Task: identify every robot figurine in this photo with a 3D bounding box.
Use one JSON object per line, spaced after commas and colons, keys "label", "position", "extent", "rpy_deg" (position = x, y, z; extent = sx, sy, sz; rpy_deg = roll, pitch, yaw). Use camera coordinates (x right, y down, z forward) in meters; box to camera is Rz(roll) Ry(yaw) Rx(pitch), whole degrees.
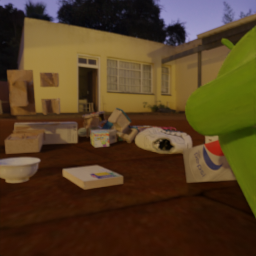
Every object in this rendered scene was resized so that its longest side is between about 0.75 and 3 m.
{"label": "robot figurine", "position": [1.509, 0.166, 1.855], "extent": [2.301, 1.517, 2.622], "rpy_deg": [10, 42, -20]}

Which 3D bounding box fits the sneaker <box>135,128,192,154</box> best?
{"label": "sneaker", "position": [1.049, 0.499, 10.009], "extent": [0.966, 0.896, 2.384], "rpy_deg": [-12, 10, -43]}

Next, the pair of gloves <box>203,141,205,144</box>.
{"label": "pair of gloves", "position": [4.641, 0.651, 11.351], "extent": [2.840, 0.351, 2.531], "rpy_deg": [4, 5, 40]}

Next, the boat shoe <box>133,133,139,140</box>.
{"label": "boat shoe", "position": [0.573, 0.432, 14.675], "extent": [0.375, 0.374, 1.035], "rpy_deg": [6, 6, 44]}

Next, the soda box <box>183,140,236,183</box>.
{"label": "soda box", "position": [1.871, 0.568, 5.000], "extent": [0.773, 0.718, 2.265], "rpy_deg": [-1, -12, -18]}

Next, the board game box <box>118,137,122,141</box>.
{"label": "board game box", "position": [-0.196, 0.309, 14.395], "extent": [0.137, 0.635, 0.944], "rpy_deg": [-8, -2, 35]}

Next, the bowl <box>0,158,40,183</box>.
{"label": "bowl", "position": [-2.394, 0.923, 6.040], "extent": [0.964, 0.433, 0.964], "rpy_deg": [0, 4, 0]}

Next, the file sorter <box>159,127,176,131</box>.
{"label": "file sorter", "position": [1.631, 0.340, 13.397], "extent": [1.126, 0.706, 0.782], "rpy_deg": [-2, 4, -29]}

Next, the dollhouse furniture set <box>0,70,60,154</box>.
{"label": "dollhouse furniture set", "position": [-3.875, -0.686, 10.438], "extent": [2.639, 2.873, 1.869], "rpy_deg": [-3, 11, -11]}

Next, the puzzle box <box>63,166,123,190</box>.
{"label": "puzzle box", "position": [-0.805, 1.051, 6.098], "extent": [0.883, 0.169, 1.328], "rpy_deg": [-2, 4, -30]}

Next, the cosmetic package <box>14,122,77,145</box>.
{"label": "cosmetic package", "position": [-3.803, 0.229, 13.017], "extent": [2.722, 0.968, 1.432], "rpy_deg": [-1, 4, -20]}

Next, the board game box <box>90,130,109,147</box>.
{"label": "board game box", "position": [-1.245, 0.449, 12.120], "extent": [0.639, 0.627, 1.218], "rpy_deg": [-3, 4, -14]}

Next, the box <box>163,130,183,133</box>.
{"label": "box", "position": [1.464, 0.389, 11.452], "extent": [0.898, 0.248, 1.314], "rpy_deg": [7, -18, -31]}

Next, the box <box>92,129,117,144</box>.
{"label": "box", "position": [-1.159, 0.396, 13.232], "extent": [1.067, 0.581, 0.682], "rpy_deg": [2, 8, 30]}

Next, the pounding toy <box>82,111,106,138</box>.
{"label": "pounding toy", "position": [-1.636, -0.182, 14.155], "extent": [1.191, 1.195, 2.083], "rpy_deg": [-13, 7, -11]}

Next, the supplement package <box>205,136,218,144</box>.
{"label": "supplement package", "position": [4.319, -0.338, 11.249], "extent": [1.605, 1.599, 2.736], "rpy_deg": [5, 15, 36]}

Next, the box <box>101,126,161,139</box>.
{"label": "box", "position": [0.148, 0.220, 16.285], "extent": [2.962, 0.591, 2.028], "rpy_deg": [-2, 4, -24]}

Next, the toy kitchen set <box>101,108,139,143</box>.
{"label": "toy kitchen set", "position": [-0.537, -0.463, 13.267], "extent": [2.198, 1.295, 1.761], "rpy_deg": [17, -25, 47]}

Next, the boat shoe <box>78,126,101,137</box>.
{"label": "boat shoe", "position": [-2.053, 0.171, 16.219], "extent": [1.887, 0.694, 0.630], "rpy_deg": [1, 5, 35]}
